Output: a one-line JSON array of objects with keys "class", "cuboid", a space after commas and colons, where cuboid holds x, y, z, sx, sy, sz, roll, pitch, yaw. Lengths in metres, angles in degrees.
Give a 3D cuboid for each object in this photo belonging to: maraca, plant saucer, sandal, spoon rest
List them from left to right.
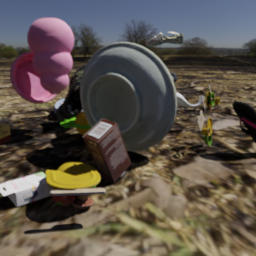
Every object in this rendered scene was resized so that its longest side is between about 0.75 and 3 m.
[{"class": "plant saucer", "cuboid": [-2.951, -1.553, 8.865, 1.628, 1.628, 0.413, -15, 7, -43]}, {"class": "maraca", "cuboid": [-1.181, -0.157, 8.415, 1.674, 0.896, 1.148, 0, 12, 7]}, {"class": "plant saucer", "cuboid": [-0.223, -0.624, 6.730, 2.730, 2.730, 0.685, 9, 22, 29]}, {"class": "spoon rest", "cuboid": [1.800, -0.892, 9.142, 1.270, 0.385, 0.631, 5, -15, -3]}, {"class": "sandal", "cuboid": [3.057, -0.001, 6.953, 0.337, 1.497, 0.562, -34, 3, -19]}]

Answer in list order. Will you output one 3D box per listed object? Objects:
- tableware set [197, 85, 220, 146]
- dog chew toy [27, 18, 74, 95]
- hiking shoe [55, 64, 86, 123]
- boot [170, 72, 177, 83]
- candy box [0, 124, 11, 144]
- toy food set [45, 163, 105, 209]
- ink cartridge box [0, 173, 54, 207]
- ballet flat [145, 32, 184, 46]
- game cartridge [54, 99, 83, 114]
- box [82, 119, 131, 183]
[{"class": "tableware set", "cuboid": [2.221, -0.320, 7.485, 0.234, 1.028, 1.526, 0, 48, 32]}, {"class": "dog chew toy", "cuboid": [-2.237, -2.063, 8.301, 1.331, 2.137, 1.331, -4, 7, 0]}, {"class": "hiking shoe", "cuboid": [-1.558, -1.240, 9.556, 0.923, 2.437, 1.227, 32, -27, -27]}, {"class": "boot", "cuboid": [0.642, -0.995, 7.777, 1.327, 0.435, 1.093, -40, 2, -39]}, {"class": "candy box", "cuboid": [-4.413, 0.197, 7.854, 1.814, 0.512, 1.059, 5, 16, 13]}, {"class": "toy food set", "cuboid": [-0.944, 1.053, 4.814, 0.905, 0.502, 1.538, -2, 11, -16]}, {"class": "ink cartridge box", "cuboid": [-1.830, 1.108, 4.986, 0.863, 0.291, 0.506, -12, 20, -37]}, {"class": "ballet flat", "cuboid": [1.141, -2.814, 8.790, 1.206, 0.384, 0.406, -1, 36, 8]}, {"class": "game cartridge", "cuboid": [-2.165, -0.837, 11.682, 1.710, 0.533, 2.567, 3, 15, -7]}, {"class": "box", "cuboid": [-0.380, 0.454, 5.424, 0.432, 1.153, 0.577, 18, 50, 38]}]
